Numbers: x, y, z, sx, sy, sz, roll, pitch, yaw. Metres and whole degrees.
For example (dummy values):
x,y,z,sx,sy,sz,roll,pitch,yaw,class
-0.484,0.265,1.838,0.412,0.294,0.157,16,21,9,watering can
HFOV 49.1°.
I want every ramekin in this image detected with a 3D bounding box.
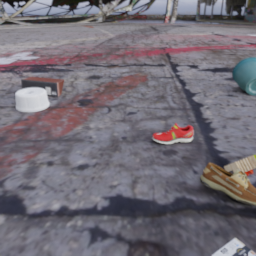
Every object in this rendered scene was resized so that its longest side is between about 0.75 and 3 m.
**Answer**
x,y,z,sx,sy,sz,roll,pitch,yaw,class
-4.092,-1.221,11.898,1.383,0.674,1.383,0,26,0,ramekin

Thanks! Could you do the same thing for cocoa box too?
x,y,z,sx,sy,sz,roll,pitch,yaw,class
1.542,2.419,4.261,1.134,0.756,0.744,-17,31,-31,cocoa box

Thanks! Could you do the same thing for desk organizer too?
x,y,z,sx,sy,sz,roll,pitch,yaw,class
-4.080,-2.010,13.519,1.961,0.703,0.755,8,24,15,desk organizer

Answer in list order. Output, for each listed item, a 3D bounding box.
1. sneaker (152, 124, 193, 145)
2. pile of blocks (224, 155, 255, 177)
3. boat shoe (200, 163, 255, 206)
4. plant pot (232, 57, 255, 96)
x,y,z,sx,sy,sz,roll,pitch,yaw,class
1.451,0.151,9.139,1.408,0.598,0.542,-6,26,-12,sneaker
3.272,1.051,7.615,1.445,0.593,0.449,-17,72,-13,pile of blocks
2.505,1.297,6.534,1.622,0.599,0.614,20,11,25,boat shoe
6.000,-2.362,13.487,1.551,1.551,1.457,1,41,1,plant pot
